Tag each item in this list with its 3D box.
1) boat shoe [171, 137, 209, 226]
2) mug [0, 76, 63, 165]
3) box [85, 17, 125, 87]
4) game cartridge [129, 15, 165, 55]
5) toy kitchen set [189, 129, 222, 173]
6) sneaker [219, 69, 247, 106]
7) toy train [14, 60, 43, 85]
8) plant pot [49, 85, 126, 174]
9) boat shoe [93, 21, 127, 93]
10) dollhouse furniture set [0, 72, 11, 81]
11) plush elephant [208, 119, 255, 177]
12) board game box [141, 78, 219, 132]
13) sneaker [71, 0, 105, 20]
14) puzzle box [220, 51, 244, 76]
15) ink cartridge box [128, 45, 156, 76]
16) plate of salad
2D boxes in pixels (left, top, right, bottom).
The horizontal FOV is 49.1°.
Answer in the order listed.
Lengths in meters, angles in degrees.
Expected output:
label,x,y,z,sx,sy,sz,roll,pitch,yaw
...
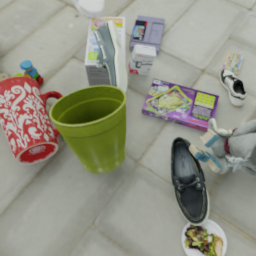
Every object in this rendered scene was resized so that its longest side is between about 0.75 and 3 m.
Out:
label,x,y,z,sx,sy,sz,roll,pitch,yaw
boat shoe,1.816,1.504,8.613,1.039,0.922,2.781,-10,58,19
mug,-3.178,-0.331,9.356,2.268,1.704,2.555,-27,67,-1
box,-0.835,-3.003,11.081,1.477,1.331,2.625,1,60,0
game cartridge,0.835,-4.138,12.325,1.323,0.392,2.041,12,61,2
toy kitchen set,2.533,0.692,8.364,0.928,1.159,0.683,-48,47,17
sneaker,4.067,-1.700,10.687,0.661,0.766,1.748,-13,60,-5
toy train,-3.962,-1.569,10.436,0.773,1.057,1.827,16,61,10
plant pot,-0.983,0.172,8.609,2.246,2.163,2.246,-8,34,5
boat shoe,-0.633,-2.290,9.457,0.861,1.014,2.785,-13,71,13
dollhouse furniture set,-4.788,-1.660,10.887,0.557,0.560,0.795,-20,92,-11
plush elephant,3.422,0.532,8.764,2.326,1.916,1.801,-15,24,-23
board game box,1.957,-0.870,10.455,2.586,0.418,1.552,17,58,10
sneaker,-1.537,-4.731,11.078,0.969,1.139,2.575,-25,48,-11
puzzle box,4.306,-2.678,11.599,0.716,0.137,1.077,20,62,12
ink cartridge box,0.534,-2.607,10.856,0.811,1.117,0.466,5,58,-12
plate of salad,2.183,3.237,8.062,1.280,0.307,1.280,-4,58,6
